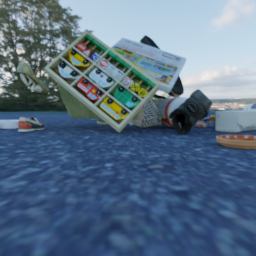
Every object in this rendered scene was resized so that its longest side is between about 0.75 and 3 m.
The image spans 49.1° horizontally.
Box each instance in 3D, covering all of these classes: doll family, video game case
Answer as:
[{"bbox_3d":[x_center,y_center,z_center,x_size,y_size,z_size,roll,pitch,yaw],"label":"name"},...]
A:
[{"bbox_3d":[3.092,-0.312,10.357,1.331,0.600,0.826,-1,4,-11],"label":"doll family"},{"bbox_3d":[0.503,-2.201,9.472,2.552,0.292,2.323,22,41,10],"label":"video game case"}]

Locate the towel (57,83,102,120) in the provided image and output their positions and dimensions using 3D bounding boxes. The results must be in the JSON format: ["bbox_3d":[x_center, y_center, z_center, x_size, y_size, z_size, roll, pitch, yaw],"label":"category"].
[{"bbox_3d":[-1.842,-1.316,10.536,1.696,2.286,0.417,4,35,30],"label":"towel"}]

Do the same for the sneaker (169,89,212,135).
[{"bbox_3d":[1.759,-0.395,8.141,1.195,0.797,2.085,-42,-9,8],"label":"sneaker"}]

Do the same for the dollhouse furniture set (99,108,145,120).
[{"bbox_3d":[-0.297,-0.694,9.229,0.907,0.775,1.750,-4,9,-32],"label":"dollhouse furniture set"}]

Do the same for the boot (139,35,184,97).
[{"bbox_3d":[0.776,-1.922,11.059,1.994,2.883,1.117,-41,-32,28],"label":"boot"}]

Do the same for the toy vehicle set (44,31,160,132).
[{"bbox_3d":[-0.753,-1.422,8.205,2.885,1.793,0.383,38,-16,12],"label":"toy vehicle set"}]

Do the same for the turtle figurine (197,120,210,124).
[{"bbox_3d":[2.914,-0.498,12.804,1.530,0.611,1.898,2,5,24],"label":"turtle figurine"}]

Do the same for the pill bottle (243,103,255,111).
[{"bbox_3d":[6.377,-0.727,13.296,0.988,0.988,1.706,-2,6,-20],"label":"pill bottle"}]

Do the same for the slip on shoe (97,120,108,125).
[{"bbox_3d":[-0.786,-0.324,12.264,1.142,0.346,0.434,0,4,-3],"label":"slip on shoe"}]

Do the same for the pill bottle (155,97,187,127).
[{"bbox_3d":[1.593,-0.573,10.268,1.058,1.058,1.931,-1,4,-16],"label":"pill bottle"}]

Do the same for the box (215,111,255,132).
[{"bbox_3d":[3.652,-0.239,9.056,1.892,0.647,0.777,-4,6,-39],"label":"box"}]

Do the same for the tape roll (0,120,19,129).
[{"bbox_3d":[-4.301,-0.133,10.147,0.792,0.277,0.792,-1,4,0],"label":"tape roll"}]

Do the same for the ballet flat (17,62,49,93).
[{"bbox_3d":[-3.212,-1.535,9.417,0.519,0.519,1.468,2,-34,26],"label":"ballet flat"}]

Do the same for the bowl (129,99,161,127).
[{"bbox_3d":[0.253,-0.711,10.330,0.944,2.011,2.011,-34,10,-8],"label":"bowl"}]

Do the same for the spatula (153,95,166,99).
[{"bbox_3d":[1.506,-1.094,10.891,1.615,0.166,0.456,14,33,-39],"label":"spatula"}]

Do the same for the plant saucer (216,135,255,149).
[{"bbox_3d":[2.270,0.270,5.415,1.093,0.176,1.093,0,5,0],"label":"plant saucer"}]

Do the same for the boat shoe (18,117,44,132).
[{"bbox_3d":[-3.130,-0.132,9.117,0.493,0.433,1.385,-1,3,9],"label":"boat shoe"}]
